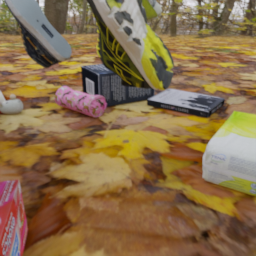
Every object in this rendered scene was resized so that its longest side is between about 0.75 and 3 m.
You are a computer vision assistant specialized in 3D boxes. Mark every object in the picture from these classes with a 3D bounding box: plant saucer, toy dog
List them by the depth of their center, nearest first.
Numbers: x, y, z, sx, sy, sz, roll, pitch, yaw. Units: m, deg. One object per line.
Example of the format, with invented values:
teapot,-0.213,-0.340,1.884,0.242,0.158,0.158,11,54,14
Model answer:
plant saucer,-0.159,-2.737,5.933,0.325,1.356,1.358,-46,26,-5
toy dog,-5.490,-1.119,10.541,2.680,1.291,1.767,-12,26,-26

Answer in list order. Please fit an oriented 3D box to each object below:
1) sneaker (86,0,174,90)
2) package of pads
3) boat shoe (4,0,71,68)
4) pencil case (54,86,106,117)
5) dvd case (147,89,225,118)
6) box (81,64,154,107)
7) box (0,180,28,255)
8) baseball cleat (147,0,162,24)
sneaker,-0.206,-1.554,4.833,1.127,2.664,0.992,-5,48,36
package of pads,3.319,0.549,6.956,2.308,1.019,2.988,13,26,28
boat shoe,-1.824,-1.797,5.230,0.714,1.572,0.556,-16,36,36
pencil case,-1.863,-1.026,10.875,2.169,0.898,0.938,19,55,37
dvd case,2.417,-1.092,11.724,2.648,0.327,1.990,15,28,32
box,-0.451,-2.025,12.478,2.712,1.452,2.013,-12,26,-26
box,-2.142,1.803,3.896,1.054,1.101,2.208,-4,23,-9
baseball cleat,0.448,-3.739,8.240,0.789,1.204,2.262,-23,24,-4
